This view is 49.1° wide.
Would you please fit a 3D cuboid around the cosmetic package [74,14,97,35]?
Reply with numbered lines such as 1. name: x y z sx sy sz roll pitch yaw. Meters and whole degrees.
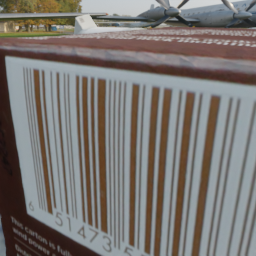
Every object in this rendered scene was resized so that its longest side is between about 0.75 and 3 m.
1. cosmetic package: -1.273 -3.189 11.368 0.668 2.640 1.090 -26 -12 -25

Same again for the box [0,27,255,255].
1. box: 0.718 0.344 2.688 2.429 2.405 2.928 14 25 31

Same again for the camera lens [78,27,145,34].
1. camera lens: -0.281 -1.946 8.821 2.879 2.303 2.303 12 24 30
